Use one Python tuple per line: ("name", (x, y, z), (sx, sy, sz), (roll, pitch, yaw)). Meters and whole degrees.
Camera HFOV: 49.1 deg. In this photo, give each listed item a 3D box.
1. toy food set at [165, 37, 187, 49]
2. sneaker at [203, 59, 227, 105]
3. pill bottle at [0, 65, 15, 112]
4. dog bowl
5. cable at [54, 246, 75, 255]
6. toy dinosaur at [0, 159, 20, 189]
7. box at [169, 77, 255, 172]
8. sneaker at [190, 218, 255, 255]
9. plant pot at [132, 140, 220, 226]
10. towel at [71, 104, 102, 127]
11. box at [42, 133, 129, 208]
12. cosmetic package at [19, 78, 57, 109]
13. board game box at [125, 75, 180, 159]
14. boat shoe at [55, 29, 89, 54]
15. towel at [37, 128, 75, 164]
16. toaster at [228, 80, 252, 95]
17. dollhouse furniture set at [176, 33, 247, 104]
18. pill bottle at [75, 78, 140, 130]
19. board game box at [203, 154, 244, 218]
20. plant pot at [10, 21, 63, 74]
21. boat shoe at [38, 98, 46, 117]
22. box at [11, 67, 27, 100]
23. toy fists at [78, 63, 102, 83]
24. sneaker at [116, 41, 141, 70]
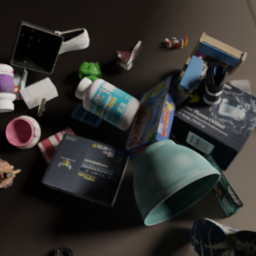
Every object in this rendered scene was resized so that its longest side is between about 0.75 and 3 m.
("toy food set", (2.325, -4.215, 13.689), (1.076, 0.484, 0.514), (13, 59, 8))
("sneaker", (3.207, -1.989, 10.041), (0.795, 1.217, 2.176), (8, 56, 7))
("pill bottle", (-5.051, -1.543, 11.166), (0.970, 0.970, 1.741), (-8, 85, -5))
("dog bowl", (-4.019, 0.174, 10.590), (1.273, 0.469, 1.273), (0, 87, 4))
("cable", (-1.982, 4.095, 8.634), (0.653, 0.203, 0.800), (0, 55, -6))
("toy dinosaur", (-4.976, 1.343, 9.831), (1.985, 1.257, 2.929), (-18, 42, -23))
("box", (3.324, -0.290, 10.594), (2.582, 1.541, 2.625), (32, 62, 18))
("sneaker", (3.005, 3.374, 8.000), (1.213, 2.848, 1.097), (24, 74, -29))
("plant pot", (1.233, 1.522, 8.787), (2.676, 2.676, 1.793), (-24, 59, -14))
("towel", (-1.678, -0.501, 11.453), (1.228, 0.298, 0.686), (22, 61, 13))
("box", (-1.436, 1.464, 9.919), (2.551, 0.651, 2.012), (16, 65, 9))
("cosmetic package", (-3.792, -1.470, 11.902), (1.339, 0.568, 0.720), (-28, 61, -17))
("board game box", (0.911, -0.394, 10.472), (0.497, 1.951, 2.883), (31, 56, -22))
("boat shoe", (-3.288, -4.101, 13.353), (2.814, 0.925, 1.012), (-12, 59, -7))
("towel", (-2.665, 0.652, 10.809), (1.420, 0.162, 1.023), (-29, 61, -17))
("toaster", (4.603, -1.347, 11.701), (0.929, 0.818, 1.439), (3, 62, 6))
("dollhouse furniture set", (2.962, -1.752, 11.237), (1.841, 2.664, 2.822), (27, 74, 2))
("pill bottle", (-0.822, -0.999, 10.884), (2.387, 1.323, 1.323), (29, 61, 3))
("board game box", (3.035, 1.933, 9.326), (0.269, 1.290, 1.907), (-23, 61, -6))
("plant pot", (-4.035, -3.580, 12.014), (1.751, 1.755, 1.557), (9, 29, -35))
("boat shoe", (-3.552, -0.848, 11.561), (0.239, 0.283, 0.793), (10, 91, -14))
("box", (-5.782, -1.929, 12.247), (2.396, 0.478, 1.641), (-3, 58, -2))
("toy fists", (-1.643, -2.159, 12.289), (0.963, 0.650, 1.890), (-14, 59, -6))
("sneaker", (-0.056, -3.485, 12.848), (0.931, 0.610, 1.611), (24, 68, 10))
